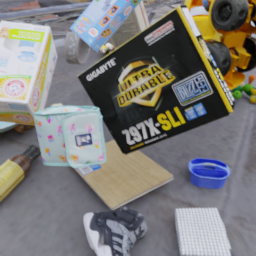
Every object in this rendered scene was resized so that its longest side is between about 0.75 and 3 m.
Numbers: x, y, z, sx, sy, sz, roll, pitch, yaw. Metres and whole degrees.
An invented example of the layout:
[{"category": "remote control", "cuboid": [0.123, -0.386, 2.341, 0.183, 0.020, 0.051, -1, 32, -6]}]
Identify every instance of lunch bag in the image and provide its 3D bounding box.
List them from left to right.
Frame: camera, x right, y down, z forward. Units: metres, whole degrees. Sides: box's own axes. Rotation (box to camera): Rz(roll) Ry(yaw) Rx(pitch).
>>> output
[{"category": "lunch bag", "cuboid": [-1.050, 0.150, 5.376, 1.308, 1.114, 0.797, 2, 17, 25]}]

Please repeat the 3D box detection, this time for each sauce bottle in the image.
[{"category": "sauce bottle", "cuboid": [-2.996, 1.162, 7.233, 0.644, 0.644, 1.990, 12, 34, 17]}]

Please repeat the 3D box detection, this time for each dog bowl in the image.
[{"category": "dog bowl", "cuboid": [-1.838, -3.129, 10.525, 0.466, 1.589, 1.589, 15, 36, 8]}]

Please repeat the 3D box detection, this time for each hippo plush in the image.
[{"category": "hippo plush", "cuboid": [2.762, -3.495, 9.109, 2.979, 2.373, 2.395, 19, 6, 37]}]

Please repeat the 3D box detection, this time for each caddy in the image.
[{"category": "caddy", "cuboid": [2.086, 1.141, 7.304, 1.051, 0.552, 0.743, 5, 34, 7]}]

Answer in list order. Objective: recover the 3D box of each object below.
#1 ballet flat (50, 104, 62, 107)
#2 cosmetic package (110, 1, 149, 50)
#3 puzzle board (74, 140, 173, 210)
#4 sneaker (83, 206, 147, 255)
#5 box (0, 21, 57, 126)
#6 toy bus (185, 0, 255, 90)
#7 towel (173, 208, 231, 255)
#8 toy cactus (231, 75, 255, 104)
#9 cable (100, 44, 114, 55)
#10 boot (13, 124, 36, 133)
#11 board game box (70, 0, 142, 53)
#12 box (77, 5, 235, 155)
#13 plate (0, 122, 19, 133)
[{"category": "ballet flat", "cuboid": [-2.018, -0.379, 9.539, 0.642, 0.642, 1.849, -27, 42, -34]}, {"category": "cosmetic package", "cuboid": [-0.189, -3.818, 9.013, 1.232, 2.384, 1.040, 0, 55, 20]}, {"category": "puzzle board", "cuboid": [-0.299, 1.094, 7.449, 1.843, 0.213, 2.446, -20, 33, -29]}, {"category": "sneaker", "cuboid": [-0.058, 2.289, 5.397, 1.174, 0.779, 2.063, -17, 35, -19]}, {"category": "box", "cuboid": [-2.720, -1.352, 7.069, 1.301, 1.172, 2.313, 7, 65, 0]}, {"category": "toy bus", "cuboid": [2.149, -2.626, 7.246, 1.806, 2.661, 2.555, -17, 43, -32]}, {"category": "towel", "cuboid": [1.489, 2.234, 5.763, 0.993, 0.513, 1.200, 1, 33, 0]}, {"category": "toy cactus", "cuboid": [4.294, -1.661, 11.123, 2.323, 1.188, 1.916, 5, 24, 22]}, {"category": "cable", "cuboid": [-1.211, -4.586, 15.556, 1.359, 0.704, 2.797, -14, 37, -20]}, {"category": "boot", "cuboid": [-3.482, -0.117, 9.441, 0.597, 0.295, 0.769, 20, 46, 33]}, {"category": "board game box", "cuboid": [-0.608, -2.991, 7.327, 1.810, 0.331, 1.369, -47, 49, 6]}, {"category": "box", "cuboid": [0.488, -0.813, 5.834, 2.689, 2.147, 0.664, -24, 12, 34]}, {"category": "plate", "cuboid": [-4.387, -0.266, 9.333, 2.506, 0.320, 2.506, -5, 27, 3]}]
